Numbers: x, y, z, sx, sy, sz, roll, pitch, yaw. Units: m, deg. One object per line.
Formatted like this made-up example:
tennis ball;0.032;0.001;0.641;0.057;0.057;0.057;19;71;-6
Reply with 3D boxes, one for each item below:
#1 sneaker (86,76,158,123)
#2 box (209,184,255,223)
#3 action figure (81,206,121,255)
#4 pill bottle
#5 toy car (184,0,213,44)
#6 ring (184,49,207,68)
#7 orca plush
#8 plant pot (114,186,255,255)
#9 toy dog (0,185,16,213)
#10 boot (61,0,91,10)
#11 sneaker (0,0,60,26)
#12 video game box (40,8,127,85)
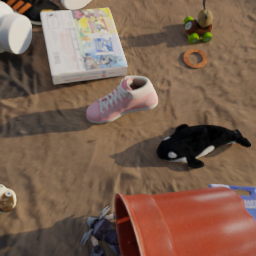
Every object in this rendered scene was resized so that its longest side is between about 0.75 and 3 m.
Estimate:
sneaker;-0.281;-0.844;7.713;2.112;1.104;0.795;-14;57;7
box;2.662;2.735;6.637;1.594;0.623;2.614;4;67;2
action figure;-0.290;2.688;6.671;1.879;0.652;1.223;31;74;15
pill bottle;-4.539;-3.254;8.715;2.820;1.561;1.561;19;68;9
toy car;2.352;-3.494;9.063;0.901;1.142;0.938;-7;67;-3
ring;2.193;-2.259;9.116;0.760;0.073;0.760;0;67;-1
orca plush;2.052;0.365;7.522;2.506;0.891;1.319;3;67;1
plant pot;1.091;2.213;5.474;2.256;2.320;2.320;-9;67;-13
toy dog;-3.296;1.839;6.529;1.303;0.909;1.264;-25;100;-6
boot;-1.684;-5.166;10.061;1.085;0.874;2.402;34;66;27
sneaker;-3.572;-4.398;9.423;2.661;1.198;0.931;24;69;10
video game box;-1.426;-2.659;8.849;2.269;0.583;2.491;-11;67;-12
